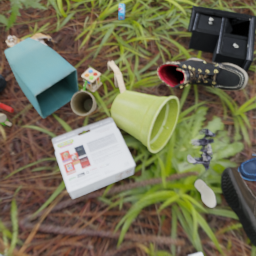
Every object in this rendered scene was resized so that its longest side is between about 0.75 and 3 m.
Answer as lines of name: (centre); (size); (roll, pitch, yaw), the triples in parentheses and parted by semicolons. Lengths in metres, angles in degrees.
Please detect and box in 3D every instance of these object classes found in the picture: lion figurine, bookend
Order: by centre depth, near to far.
bookend: (4.078, -3.930, 12.866); (2.996, 1.380, 2.977); (14, 59, 9)
lion figurine: (-4.661, -4.119, 13.468); (2.096, 0.760, 1.284); (-24, 53, -30)

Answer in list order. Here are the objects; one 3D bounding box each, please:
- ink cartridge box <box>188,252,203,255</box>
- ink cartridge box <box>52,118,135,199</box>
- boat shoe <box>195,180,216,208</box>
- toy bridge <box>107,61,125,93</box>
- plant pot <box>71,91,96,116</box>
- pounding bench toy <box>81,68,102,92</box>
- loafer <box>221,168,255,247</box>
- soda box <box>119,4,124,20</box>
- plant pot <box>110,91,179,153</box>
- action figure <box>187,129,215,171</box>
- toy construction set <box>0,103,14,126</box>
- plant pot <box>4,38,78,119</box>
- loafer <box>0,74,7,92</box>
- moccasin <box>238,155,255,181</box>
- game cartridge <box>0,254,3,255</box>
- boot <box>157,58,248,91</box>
ink cartridge box: (1.786, 4.704, 8.169); (1.366, 0.403, 1.707); (-12, 64, -8)
ink cartridge box: (-1.243, 1.031, 9.957); (2.368, 0.993, 2.079); (-20, 65, -12)
boat shoe: (2.646, 2.210, 9.323); (0.444, 0.383, 1.222); (-46, 28, 12)
toy bridge: (-0.433, -2.073, 12.085); (0.311, 0.769, 2.288); (-15, 59, -10)
plant pot: (-1.455, -0.815, 9.707); (0.834, 0.724, 0.834); (0, 89, 13)
pounding bench toy: (-1.679, -1.965, 12.019); (0.601, 0.754, 0.967); (31, 63, 18)
loafer: (3.983, 2.519, 9.228); (0.954, 0.977, 2.676); (-16, 69, -14)
soda box: (-0.346, -6.160, 14.861); (0.300, 0.317, 0.936); (0, 59, 0)
plant pot: (0.512, -0.433, 10.486); (2.001, 2.177, 2.177); (23, 60, 27)
action figure: (2.202, 0.691, 8.447); (0.754, 1.478, 0.878); (7, 49, 14)
toy construction set: (-5.918, -0.327, 10.612); (1.889, 2.051, 2.459); (22, 39, 26)
plant pot: (-3.587, -2.182, 11.249); (1.857, 1.858, 2.629); (-39, 76, -21)
loafer: (-5.924, -1.453, 11.719); (0.701, 0.725, 2.065); (20, 61, 12)
moccasin: (5.180, 1.207, 10.009); (2.475, 0.844, 0.996); (-13, 59, -8)
game cartridge: (-3.453, 4.551, 8.286); (1.592, 0.331, 1.060); (18, 64, 11)
boot: (2.732, -1.980, 10.637); (2.176, 1.057, 2.890); (-16, 35, -38)
